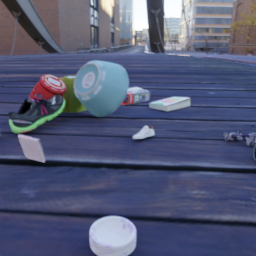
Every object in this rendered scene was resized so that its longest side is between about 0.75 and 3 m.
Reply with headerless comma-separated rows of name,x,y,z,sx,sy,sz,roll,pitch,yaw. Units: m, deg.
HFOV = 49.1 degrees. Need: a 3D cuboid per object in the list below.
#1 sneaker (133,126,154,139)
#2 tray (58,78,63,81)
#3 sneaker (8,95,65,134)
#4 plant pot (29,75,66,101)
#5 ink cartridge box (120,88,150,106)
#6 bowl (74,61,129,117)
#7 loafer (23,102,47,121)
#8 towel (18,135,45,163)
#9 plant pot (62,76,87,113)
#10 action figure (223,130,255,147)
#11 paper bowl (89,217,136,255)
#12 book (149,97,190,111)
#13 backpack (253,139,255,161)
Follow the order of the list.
sneaker,0.487,0.151,9.403,0.909,0.385,0.331,-14,7,-40
tray,-4.142,-2.843,18.207,1.255,0.471,2.544,-15,23,-36
sneaker,-3.272,-0.710,10.261,0.941,1.028,2.453,-4,26,36
plant pot,-3.286,-1.455,11.618,1.266,1.153,1.266,28,30,-18
ink cartridge box,-0.037,-1.635,14.458,2.158,0.543,1.176,-13,24,-35
bowl,-1.314,-1.800,11.602,2.430,2.430,1.271,16,-6,39
loafer,-3.969,-0.716,11.736,0.678,0.593,1.885,-16,25,-39
towel,-2.647,0.568,7.713,0.735,0.770,0.124,9,35,24
plant pot,-2.581,-1.616,12.966,1.410,1.507,1.410,0,18,0
action figure,3.644,0.287,9.158,1.116,0.387,0.726,12,32,42
paper bowl,-0.249,1.830,4.580,0.760,0.395,0.760,0,19,0
book,2.000,-1.150,13.459,1.699,0.408,1.135,-18,22,-38
backpack,3.954,0.438,7.756,0.869,0.979,0.737,7,20,22
